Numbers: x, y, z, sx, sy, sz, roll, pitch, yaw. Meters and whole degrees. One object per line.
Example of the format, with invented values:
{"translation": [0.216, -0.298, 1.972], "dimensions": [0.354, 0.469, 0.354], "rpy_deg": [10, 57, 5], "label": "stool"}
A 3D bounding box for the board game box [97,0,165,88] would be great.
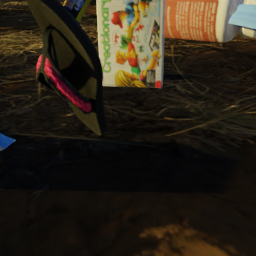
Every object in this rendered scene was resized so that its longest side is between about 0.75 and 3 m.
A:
{"translation": [0.080, -2.283, 6.903], "dimensions": [1.602, 2.537, 0.439], "rpy_deg": [3, 22, 11], "label": "board game box"}

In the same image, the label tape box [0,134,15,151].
{"translation": [-4.318, 0.392, 7.260], "dimensions": [1.516, 0.699, 2.116], "rpy_deg": [18, 37, 28], "label": "label tape box"}

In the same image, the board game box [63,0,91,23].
{"translation": [-0.981, -2.243, 5.166], "dimensions": [0.374, 1.318, 1.090], "rpy_deg": [28, 4, -22], "label": "board game box"}

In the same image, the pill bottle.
{"translation": [2.306, -3.407, 8.223], "dimensions": [2.960, 1.660, 1.660], "rpy_deg": [15, 34, 27], "label": "pill bottle"}

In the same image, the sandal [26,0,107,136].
{"translation": [-0.728, -0.506, 3.467], "dimensions": [0.536, 2.380, 0.894], "rpy_deg": [-41, 63, -19], "label": "sandal"}

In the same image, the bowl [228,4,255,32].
{"translation": [2.403, -1.548, 4.273], "dimensions": [1.646, 0.323, 1.646], "rpy_deg": [13, 23, -5], "label": "bowl"}
